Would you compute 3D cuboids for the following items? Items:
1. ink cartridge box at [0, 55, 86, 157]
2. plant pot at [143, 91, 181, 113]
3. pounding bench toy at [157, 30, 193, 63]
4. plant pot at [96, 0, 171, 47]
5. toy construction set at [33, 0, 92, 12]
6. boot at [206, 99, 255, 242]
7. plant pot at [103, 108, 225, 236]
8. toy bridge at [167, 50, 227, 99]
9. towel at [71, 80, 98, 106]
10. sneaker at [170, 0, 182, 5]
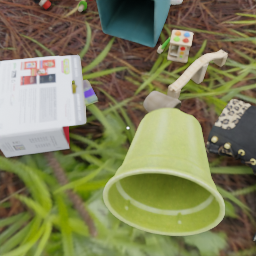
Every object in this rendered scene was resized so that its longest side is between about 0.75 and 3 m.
[{"bbox_3d":[-2.113,-0.633,7.088,2.079,0.993,2.368,-7,57,-5],"label":"ink cartridge box"},{"bbox_3d":[0.811,-0.539,7.079,0.724,0.834,0.834,41,66,15],"label":"plant pot"},{"bbox_3d":[1.396,-2.533,8.489,0.967,0.754,0.601,11,58,7],"label":"pounding bench toy"},{"bbox_3d":[0.456,-4.353,8.759,1.857,1.858,2.629,20,69,13],"label":"plant pot"},{"bbox_3d":[-2.207,-5.305,9.891,2.459,2.051,1.889,22,45,-10],"label":"toy construction set"},{"bbox_3d":[2.739,0.813,6.044,2.176,1.057,2.890,26,88,32],"label":"boot"},{"bbox_3d":[0.775,0.753,5.752,2.177,2.177,2.001,8,45,5],"label":"plant pot"},{"bbox_3d":[1.995,-1.611,7.888,2.288,0.769,0.311,-36,65,-21],"label":"toy bridge"},{"bbox_3d":[-1.271,-0.974,7.866,0.614,0.097,0.855,-21,59,-13],"label":"towel"},{"bbox_3d":[1.518,-4.673,9.993,1.586,0.618,0.788,-38,68,-21],"label":"sneaker"}]
